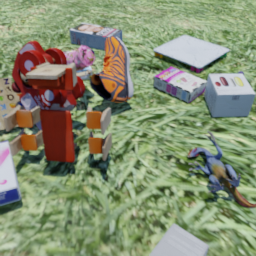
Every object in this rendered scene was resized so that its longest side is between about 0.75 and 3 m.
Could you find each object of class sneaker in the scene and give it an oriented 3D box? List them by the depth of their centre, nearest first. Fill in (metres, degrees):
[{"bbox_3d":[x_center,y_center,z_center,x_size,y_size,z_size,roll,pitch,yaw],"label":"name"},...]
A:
[{"bbox_3d":[-0.716,-2.200,10.284,1.461,1.012,2.608,-7,78,-39],"label":"sneaker"}]

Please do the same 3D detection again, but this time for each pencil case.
[{"bbox_3d":[-2.057,-2.676,11.092,1.839,0.761,0.796,-2,62,52],"label":"pencil case"}]

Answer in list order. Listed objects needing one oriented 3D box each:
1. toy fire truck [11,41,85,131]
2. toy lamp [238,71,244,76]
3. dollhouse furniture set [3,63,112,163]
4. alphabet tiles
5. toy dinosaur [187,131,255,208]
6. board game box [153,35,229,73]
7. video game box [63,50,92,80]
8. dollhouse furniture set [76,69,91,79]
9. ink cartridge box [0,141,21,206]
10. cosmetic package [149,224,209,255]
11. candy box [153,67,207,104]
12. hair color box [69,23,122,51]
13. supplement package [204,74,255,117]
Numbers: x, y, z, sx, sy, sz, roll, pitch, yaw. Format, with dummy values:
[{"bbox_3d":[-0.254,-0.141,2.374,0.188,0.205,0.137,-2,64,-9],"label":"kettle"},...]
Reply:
[{"bbox_3d":[-2.802,-1.309,8.949,2.111,2.514,1.409,-31,6,28],"label":"toy fire truck"},{"bbox_3d":[4.763,-2.209,12.431,1.081,0.315,0.315,-30,48,-35],"label":"toy lamp"},{"bbox_3d":[-1.927,-0.266,7.476,2.756,2.726,1.420,2,25,5],"label":"dollhouse furniture set"},{"bbox_3d":[-4.358,-0.842,9.708,1.545,0.059,1.857,-15,80,-23],"label":"alphabet tiles"},{"bbox_3d":[2.427,1.234,8.078,1.097,2.089,1.896,-32,12,9],"label":"toy dinosaur"},{"bbox_3d":[3.232,-3.868,14.403,2.831,0.366,2.830,32,48,32],"label":"board game box"},{"bbox_3d":[-2.923,-2.877,13.050,2.119,0.544,2.326,-12,41,-11],"label":"video game box"},{"bbox_3d":[-1.840,-1.598,10.165,1.141,0.745,1.078,-12,22,0],"label":"dollhouse furniture set"},{"bbox_3d":[-4.649,1.247,7.604,2.880,0.635,2.934,-14,37,-22],"label":"ink cartridge box"},{"bbox_3d":[0.827,2.958,5.728,0.925,0.781,1.732,28,50,31],"label":"cosmetic package"},{"bbox_3d":[2.148,-1.833,11.737,1.846,0.563,1.259,31,49,33],"label":"candy box"},{"bbox_3d":[-1.771,-5.049,15.506,2.645,0.802,1.309,18,43,21],"label":"hair color box"},{"bbox_3d":[3.786,-1.251,10.632,1.368,1.052,1.430,-1,41,-1],"label":"supplement package"}]
